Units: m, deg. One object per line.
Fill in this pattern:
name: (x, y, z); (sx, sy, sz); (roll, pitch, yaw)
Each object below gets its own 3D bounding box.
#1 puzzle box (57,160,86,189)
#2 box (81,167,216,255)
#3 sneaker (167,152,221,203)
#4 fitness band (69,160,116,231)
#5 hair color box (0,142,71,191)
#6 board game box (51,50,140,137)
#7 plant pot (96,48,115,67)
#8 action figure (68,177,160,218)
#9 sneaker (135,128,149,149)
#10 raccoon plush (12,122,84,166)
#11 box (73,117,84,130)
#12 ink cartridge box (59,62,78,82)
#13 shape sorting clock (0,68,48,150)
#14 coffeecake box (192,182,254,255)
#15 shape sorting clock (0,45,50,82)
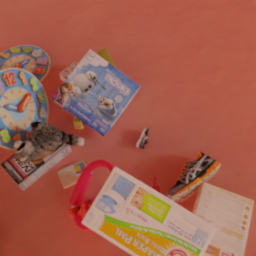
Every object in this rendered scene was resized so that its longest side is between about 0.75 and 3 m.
puzzle box: (-1.646, 1.402, 8.465); (0.862, 0.110, 0.573); (-24, 62, -14)
box: (0.435, 2.157, 6.373); (2.535, 1.285, 1.426); (29, 79, 6)
sneaker: (1.789, 1.428, 8.125); (1.968, 0.770, 0.760); (-31, 62, -27)
fitness band: (-0.898, 1.817, 7.635); (1.368, 0.357, 1.905); (13, 77, 38)
hair color box: (-2.739, 0.900, 8.470); (0.914, 0.560, 1.846); (40, 65, 20)
board game box: (-1.005, -1.121, 9.006); (2.044, 0.443, 2.034); (35, 76, -2)
plant pot: (-0.920, -1.910, 9.867); (1.063, 1.056, 1.087); (-34, 77, -11)
action figure: (-0.397, 1.986, 7.639); (2.545, 0.832, 0.658); (-16, 46, -3)
sneaker: (0.528, 0.364, 8.997); (0.324, 0.302, 0.752); (26, 73, 8)
raccoon plush: (-2.259, 0.594, 7.906); (1.843, 0.892, 1.235); (14, 70, -4)
box: (-1.571, -0.544, 9.425); (0.287, 0.431, 1.146); (5, 61, 3)
ink cartridge box: (-2.022, -1.978, 10.307); (0.594, 0.335, 0.809); (37, 67, 19)
shape sorting clock: (-3.249, -0.549, 8.312); (0.477, 2.430, 2.430); (-1, 55, 31)
coffeecake box: (2.382, 2.584, 7.438); (1.388, 0.661, 1.808); (20, 62, 12)
shape sorting clock: (-4.075, -2.239, 10.387); (2.384, 0.468, 2.384); (0, 59, 0)
